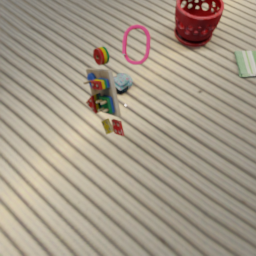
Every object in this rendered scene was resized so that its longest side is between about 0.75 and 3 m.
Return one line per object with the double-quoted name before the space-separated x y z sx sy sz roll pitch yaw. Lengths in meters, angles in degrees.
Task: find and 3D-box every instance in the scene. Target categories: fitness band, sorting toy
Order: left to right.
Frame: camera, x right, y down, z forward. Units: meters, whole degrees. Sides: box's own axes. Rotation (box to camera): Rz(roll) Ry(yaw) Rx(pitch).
"sorting toy" -0.854 -0.912 8.159 0.467 2.762 1.332 -25 26 -29
"fitness band" 0.297 -3.012 10.197 1.011 1.408 0.264 6 13 11

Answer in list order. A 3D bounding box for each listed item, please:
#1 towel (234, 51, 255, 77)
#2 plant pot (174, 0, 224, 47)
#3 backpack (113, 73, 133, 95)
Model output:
"towel" 6.080 -2.938 12.913 2.097 0.245 1.600 1 58 2
"plant pot" 3.200 -5.043 13.187 2.138 1.947 2.138 0 58 0
"backpack" -0.250 -1.965 12.093 0.877 0.661 0.779 -35 65 -25
